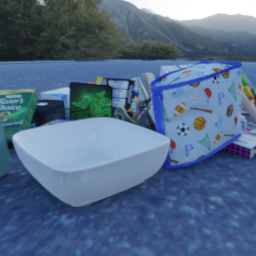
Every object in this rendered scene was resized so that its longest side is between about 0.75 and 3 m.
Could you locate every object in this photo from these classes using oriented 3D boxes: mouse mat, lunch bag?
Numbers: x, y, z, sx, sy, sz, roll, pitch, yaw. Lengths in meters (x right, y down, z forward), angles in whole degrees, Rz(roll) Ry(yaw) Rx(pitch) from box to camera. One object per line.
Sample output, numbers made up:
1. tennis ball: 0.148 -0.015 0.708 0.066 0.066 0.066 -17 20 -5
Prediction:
1. mouse mat: -1.451 -0.842 10.567 2.069 1.665 0.078 9 15 29
2. lunch bag: 1.717 -0.436 7.604 2.715 2.308 1.681 -27 26 -34

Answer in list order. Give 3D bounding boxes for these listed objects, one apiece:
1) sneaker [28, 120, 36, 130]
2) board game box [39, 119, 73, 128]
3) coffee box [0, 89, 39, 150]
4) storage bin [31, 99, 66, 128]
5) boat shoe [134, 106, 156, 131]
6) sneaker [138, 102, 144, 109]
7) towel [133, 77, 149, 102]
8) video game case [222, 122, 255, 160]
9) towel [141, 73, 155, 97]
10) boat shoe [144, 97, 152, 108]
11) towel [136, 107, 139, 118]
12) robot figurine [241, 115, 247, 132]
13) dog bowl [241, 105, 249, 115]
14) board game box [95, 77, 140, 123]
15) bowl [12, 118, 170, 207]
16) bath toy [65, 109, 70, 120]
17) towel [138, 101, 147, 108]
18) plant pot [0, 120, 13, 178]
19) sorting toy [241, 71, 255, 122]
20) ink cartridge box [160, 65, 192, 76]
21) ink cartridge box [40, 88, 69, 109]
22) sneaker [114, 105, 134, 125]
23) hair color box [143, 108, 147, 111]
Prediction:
1. sneaker: -4.352 -0.081 9.717 2.264 0.829 0.927 12 16 4
2. board game box: -2.124 0.019 10.153 1.799 0.262 1.211 5 18 17
3. coffee box: -3.814 -0.320 8.919 1.369 0.490 2.227 -1 50 6
4. storage bin: -3.390 -0.550 11.046 1.204 0.835 1.781 5 19 17
5. boat shoe: 0.686 -0.257 9.816 0.723 0.849 2.538 -26 -2 9
6. sneaker: 0.485 -1.065 13.262 0.541 0.352 0.937 -15 16 -1
7. towel: -0.349 -1.684 12.868 2.270 0.348 1.694 -9 44 -10
8. video game case: 3.532 0.225 9.093 2.058 0.407 2.271 -16 23 -33
9. towel: 1.243 -2.251 15.224 0.383 1.474 2.224 -17 3 18
10. boat shoe: 1.715 -1.319 13.650 1.926 0.712 0.581 -14 45 -20
11. towel: -0.617 -0.944 12.493 2.107 0.240 1.518 -2 43 -4
12. robot figurine: 3.278 -0.202 8.831 0.813 0.541 0.958 -26 32 -21
13. dog bowl: 5.023 -1.213 13.341 2.017 0.744 2.017 -1 17 0
14. board game box: -0.557 -1.187 11.759 1.959 0.672 2.370 4 42 5
15. bowl: -0.865 0.685 6.555 2.975 1.110 2.970 -14 22 -37
16. bath toy: -2.341 -0.721 12.002 0.470 0.553 1.272 24 14 -2
17. towel: 1.018 -1.185 14.300 1.083 0.194 1.125 -18 27 -39
18. plant pot: -3.828 0.767 6.022 1.399 1.400 1.981 5 26 16
19. sorting toy: 4.780 -1.294 10.957 0.366 1.856 2.006 -28 35 36
20. ink cartridge box: 1.776 -1.615 9.010 1.311 0.549 0.951 -6 33 -8
21. ink cartridge box: -3.269 -1.502 14.191 1.335 0.783 1.823 10 19 28
22. sneaker: -0.165 -0.274 9.990 0.359 1.070 0.480 -8 36 42
23. hair color box: 1.351 -0.586 11.855 1.323 0.429 0.723 12 22 39
